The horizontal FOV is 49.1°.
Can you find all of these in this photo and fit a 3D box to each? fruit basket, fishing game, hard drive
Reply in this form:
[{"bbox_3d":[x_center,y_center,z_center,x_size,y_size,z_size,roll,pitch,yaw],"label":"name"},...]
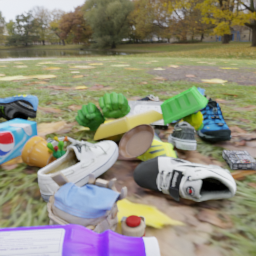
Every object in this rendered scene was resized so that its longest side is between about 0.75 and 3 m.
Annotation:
[{"bbox_3d":[1.850,-0.415,8.724,1.482,1.482,1.069,7,21,22],"label":"fruit basket"},{"bbox_3d":[2.209,-0.971,11.317,1.974,0.428,2.757,-42,13,14],"label":"fishing game"},{"bbox_3d":[0.758,-0.520,10.859,1.657,0.313,1.158,3,54,10],"label":"hard drive"}]

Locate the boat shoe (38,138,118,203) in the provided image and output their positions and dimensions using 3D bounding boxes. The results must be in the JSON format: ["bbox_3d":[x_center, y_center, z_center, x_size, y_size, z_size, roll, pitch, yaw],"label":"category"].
[{"bbox_3d":[-1.139,0.661,6.545,0.865,0.999,2.342,12,31,40],"label":"boat shoe"}]

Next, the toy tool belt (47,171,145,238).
[{"bbox_3d":[-0.553,1.343,4.904,1.743,1.071,1.088,5,19,15],"label":"toy tool belt"}]

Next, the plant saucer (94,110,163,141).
[{"bbox_3d":[0.007,-0.150,9.328,1.877,0.455,1.877,-19,3,-44],"label":"plant saucer"}]

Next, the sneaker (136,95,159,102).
[{"bbox_3d":[0.976,-1.420,14.261,1.276,0.507,0.501,7,21,25],"label":"sneaker"}]

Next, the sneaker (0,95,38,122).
[{"bbox_3d":[-4.564,-0.556,10.788,2.679,1.110,0.950,-8,-4,28],"label":"sneaker"}]

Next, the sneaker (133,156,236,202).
[{"bbox_3d":[1.159,1.098,5.893,2.176,0.806,0.963,2,7,8],"label":"sneaker"}]

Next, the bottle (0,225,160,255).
[{"bbox_3d":[-0.865,1.796,3.591,2.522,1.054,0.823,-1,18,-5],"label":"bottle"}]

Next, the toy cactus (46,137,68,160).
[{"bbox_3d":[-1.635,0.773,7.294,0.593,1.160,0.957,-25,54,4],"label":"toy cactus"}]

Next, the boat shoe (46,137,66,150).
[{"bbox_3d":[-2.333,0.542,8.476,0.321,0.389,1.040,18,37,31],"label":"boat shoe"}]

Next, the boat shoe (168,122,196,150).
[{"bbox_3d":[1.679,0.201,8.319,0.756,0.744,2.099,8,2,-2],"label":"boat shoe"}]

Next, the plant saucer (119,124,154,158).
[{"bbox_3d":[0.254,0.370,7.202,1.064,0.195,1.064,-25,39,23],"label":"plant saucer"}]

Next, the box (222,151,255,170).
[{"bbox_3d":[3.053,0.878,7.695,0.685,0.216,0.868,0,18,1],"label":"box"}]

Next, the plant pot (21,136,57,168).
[{"bbox_3d":[-2.284,0.723,7.452,0.726,0.793,0.793,23,25,17],"label":"plant pot"}]

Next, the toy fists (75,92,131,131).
[{"bbox_3d":[-0.915,-0.555,9.810,1.996,1.017,0.686,-23,47,19],"label":"toy fists"}]

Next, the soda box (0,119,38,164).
[{"bbox_3d":[-3.766,0.504,7.844,0.885,0.837,2.608,9,21,25],"label":"soda box"}]

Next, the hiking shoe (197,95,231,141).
[{"bbox_3d":[2.863,-0.344,9.852,1.010,1.177,2.715,-2,18,-2],"label":"hiking shoe"}]

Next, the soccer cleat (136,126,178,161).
[{"bbox_3d":[0.673,0.708,7.640,1.060,0.820,2.535,-26,25,-5],"label":"soccer cleat"}]
